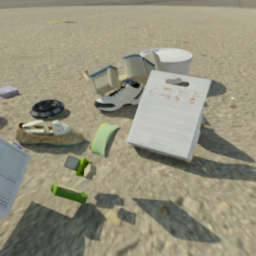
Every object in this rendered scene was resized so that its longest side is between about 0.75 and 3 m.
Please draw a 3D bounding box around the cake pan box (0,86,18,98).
[{"bbox_3d":[-5.469,-1.642,12.609,0.744,0.211,0.808,22,36,30],"label":"cake pan box"}]

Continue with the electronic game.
[{"bbox_3d":[-3.164,-0.748,10.927,1.338,0.278,1.338,-3,33,2],"label":"electronic game"}]

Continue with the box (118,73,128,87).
[{"bbox_3d":[-0.119,-2.326,13.596,0.469,0.430,1.338,20,34,31],"label":"box"}]

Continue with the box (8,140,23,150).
[{"bbox_3d":[-3.803,0.801,8.253,0.748,0.200,1.234,24,38,35],"label":"box"}]

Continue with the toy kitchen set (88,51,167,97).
[{"bbox_3d":[0.006,-2.280,11.810,2.241,1.648,2.798,-20,-14,26],"label":"toy kitchen set"}]

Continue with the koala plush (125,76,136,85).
[{"bbox_3d":[0.300,-1.985,12.935,0.690,0.716,0.779,-14,52,-46],"label":"koala plush"}]

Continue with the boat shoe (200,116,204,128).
[{"bbox_3d":[1.823,-0.599,9.784,0.927,0.793,2.529,-11,16,-20],"label":"boat shoe"}]

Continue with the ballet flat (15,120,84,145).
[{"bbox_3d":[-2.523,0.127,8.922,2.217,0.724,0.782,-1,30,-2],"label":"ballet flat"}]

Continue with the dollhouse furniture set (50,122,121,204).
[{"bbox_3d":[-1.033,0.678,6.584,0.779,2.018,1.009,26,-8,-24],"label":"dollhouse furniture set"}]

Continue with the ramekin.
[{"bbox_3d":[1.882,-3.126,14.182,2.672,1.244,2.672,0,30,0],"label":"ramekin"}]

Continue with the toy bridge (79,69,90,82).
[{"bbox_3d":[-1.630,-2.496,14.014,2.316,0.315,0.779,21,36,33],"label":"toy bridge"}]

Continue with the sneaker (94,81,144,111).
[{"bbox_3d":[-0.345,-1.328,11.348,2.306,0.922,0.850,-19,36,-27],"label":"sneaker"}]

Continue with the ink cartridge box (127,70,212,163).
[{"bbox_3d":[1.249,-0.399,8.467,1.979,2.440,0.612,15,-12,25],"label":"ink cartridge box"}]

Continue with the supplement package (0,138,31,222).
[{"bbox_3d":[-2.869,1.148,5.896,0.939,0.904,1.650,38,27,-25],"label":"supplement package"}]
